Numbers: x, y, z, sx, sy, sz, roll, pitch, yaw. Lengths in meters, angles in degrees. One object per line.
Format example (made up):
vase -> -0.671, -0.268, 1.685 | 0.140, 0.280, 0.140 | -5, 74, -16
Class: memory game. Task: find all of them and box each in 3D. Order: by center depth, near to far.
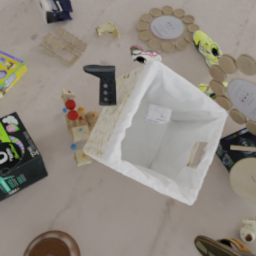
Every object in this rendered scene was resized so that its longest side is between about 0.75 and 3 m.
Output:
memory game -> 3.280, -0.754, 7.406 | 0.185, 2.908, 2.908 | -41, 68, -12
memory game -> 1.621, -4.075, 11.495 | 2.639, 0.168, 2.639 | 0, 62, 0

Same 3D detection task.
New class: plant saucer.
plant saucer -> -2.026, 3.462, 7.263 | 1.567, 0.287, 1.567 | 0, 61, 1

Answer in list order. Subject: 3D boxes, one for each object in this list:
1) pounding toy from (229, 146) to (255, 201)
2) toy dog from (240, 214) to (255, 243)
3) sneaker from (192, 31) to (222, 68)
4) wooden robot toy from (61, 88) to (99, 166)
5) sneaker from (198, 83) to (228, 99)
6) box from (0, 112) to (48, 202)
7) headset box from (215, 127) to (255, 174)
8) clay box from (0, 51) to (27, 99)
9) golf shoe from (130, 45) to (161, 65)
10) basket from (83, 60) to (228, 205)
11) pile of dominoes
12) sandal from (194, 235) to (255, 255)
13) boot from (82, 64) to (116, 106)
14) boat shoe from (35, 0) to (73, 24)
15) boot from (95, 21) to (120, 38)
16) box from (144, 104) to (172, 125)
pounding toy -> 3.251, 1.122, 7.358 | 1.103, 0.663, 1.429 | -1, 93, 23
toy dog -> 3.370, 2.782, 7.559 | 0.782, 0.545, 0.758 | -24, 85, -11
sneaker -> 3.090, -3.059, 10.583 | 0.695, 0.704, 1.843 | -22, 67, -12
wooden robot toy -> -1.324, -0.207, 8.881 | 1.234, 1.198, 2.720 | -10, 61, -18
sneaker -> 2.797, -1.323, 9.731 | 1.588, 0.599, 0.607 | -19, 63, -12
box -> -3.756, 0.992, 7.827 | 2.342, 1.456, 1.739 | -28, 65, -21
headset box -> 3.593, 0.867, 8.447 | 1.327, 0.707, 1.524 | -22, 64, -11
clay box -> -4.899, -1.669, 9.933 | 1.346, 0.558, 2.344 | 25, 63, 14
golf shoe -> 0.474, -1.830, 7.428 | 1.010, 0.367, 0.465 | 6, 69, -34
basket -> 0.593, 0.145, 7.212 | 2.649, 2.130, 2.625 | 30, 77, -26
pile of dominoes -> -2.536, -3.171, 11.039 | 1.739, 0.277, 1.356 | 34, 66, 8
sandal -> 2.783, 3.174, 7.110 | 2.261, 0.924, 0.617 | 14, 45, 9
boot -> -0.642, -0.962, 6.476 | 0.773, 0.938, 0.308 | 6, 34, 10
boat shoe -> -3.191, -5.399, 11.911 | 1.208, 0.972, 2.604 | -13, 62, -23
boot -> -0.825, -3.850, 11.256 | 0.773, 0.362, 0.994 | -27, 63, -14
box -> 0.707, -0.306, 6.813 | 0.543, 0.931, 0.280 | 14, 84, 1
